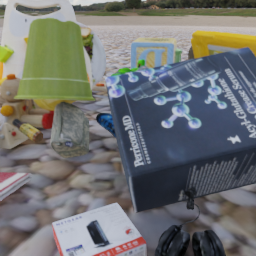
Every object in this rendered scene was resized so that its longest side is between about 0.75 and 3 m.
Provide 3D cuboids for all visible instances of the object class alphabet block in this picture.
[{"bbox_3d":[1.052,-2.741,11.352,1.656,1.647,1.686,6,24,10],"label":"alphabet block"}]

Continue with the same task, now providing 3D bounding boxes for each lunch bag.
[{"bbox_3d":[-1.177,0.052,5.501,0.655,0.789,0.940,-10,61,14],"label":"lunch bag"}]

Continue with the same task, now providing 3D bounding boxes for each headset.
[{"bbox_3d":[0.736,1.336,3.290,0.800,0.609,1.296,5,35,10],"label":"headset"}]

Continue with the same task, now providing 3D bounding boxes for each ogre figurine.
[{"bbox_3d":[0.534,-1.701,9.470,2.288,1.123,1.372,-17,25,-3],"label":"ogre figurine"}]

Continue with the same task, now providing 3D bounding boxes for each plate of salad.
[{"bbox_3d":[-1.818,-2.510,9.739,2.478,2.478,0.595,-16,8,-32],"label":"plate of salad"}]

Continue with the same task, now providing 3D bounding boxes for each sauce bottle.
[{"bbox_3d":[-2.265,0.044,6.256,0.809,0.267,0.267,26,32,23],"label":"sauce bottle"}]

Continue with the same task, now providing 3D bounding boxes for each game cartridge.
[{"bbox_3d":[3.099,-1.876,8.747,0.408,2.217,2.515,-37,36,-19],"label":"game cartridge"}]

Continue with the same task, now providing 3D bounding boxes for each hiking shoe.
[{"bbox_3d":[-0.259,-0.009,6.092,1.018,0.379,0.441,31,10,2],"label":"hiking shoe"}]

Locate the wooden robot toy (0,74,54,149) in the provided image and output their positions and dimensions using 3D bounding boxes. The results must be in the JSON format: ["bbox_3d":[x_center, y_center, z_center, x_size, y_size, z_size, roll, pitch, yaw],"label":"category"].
[{"bbox_3d":[-2.434,-0.705,6.796,1.305,1.344,2.962,-6,24,10],"label":"wooden robot toy"}]

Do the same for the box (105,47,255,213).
[{"bbox_3d":[0.997,0.000,4.270,2.362,1.265,1.753,-13,54,-4],"label":"box"}]

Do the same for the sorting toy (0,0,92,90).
[{"bbox_3d":[-2.618,-2.460,8.243,2.948,2.654,1.575,1,7,1],"label":"sorting toy"}]

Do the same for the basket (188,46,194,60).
[{"bbox_3d":[3.681,-2.671,11.135,2.374,1.791,2.633,-4,27,10],"label":"basket"}]

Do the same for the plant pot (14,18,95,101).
[{"bbox_3d":[-1.268,-1.147,4.913,1.394,1.324,1.394,1,6,0],"label":"plant pot"}]

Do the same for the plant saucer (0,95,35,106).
[{"bbox_3d":[-3.177,-1.121,9.193,2.103,0.310,2.103,-1,22,1],"label":"plant saucer"}]

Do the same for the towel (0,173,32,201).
[{"bbox_3d":[-2.699,0.928,4.232,2.003,0.228,1.443,0,6,2],"label":"towel"}]

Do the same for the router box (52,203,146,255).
[{"bbox_3d":[-0.393,1.420,3.563,0.959,0.234,0.861,-12,26,-25],"label":"router box"}]

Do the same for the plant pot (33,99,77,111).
[{"bbox_3d":[-1.508,-0.900,6.291,0.956,1.017,1.017,2,19,44],"label":"plant pot"}]

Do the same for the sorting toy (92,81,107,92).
[{"bbox_3d":[-1.010,-1.632,10.574,1.392,0.205,1.029,7,25,15],"label":"sorting toy"}]

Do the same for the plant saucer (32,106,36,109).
[{"bbox_3d":[-3.066,-0.821,8.785,1.018,0.158,1.018,0,23,0],"label":"plant saucer"}]

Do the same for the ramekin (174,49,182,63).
[{"bbox_3d":[1.637,-3.276,13.356,1.789,0.874,1.789,-1,19,0],"label":"ramekin"}]
